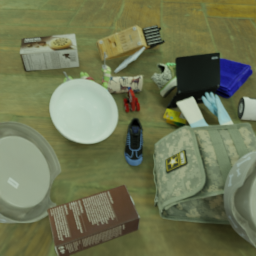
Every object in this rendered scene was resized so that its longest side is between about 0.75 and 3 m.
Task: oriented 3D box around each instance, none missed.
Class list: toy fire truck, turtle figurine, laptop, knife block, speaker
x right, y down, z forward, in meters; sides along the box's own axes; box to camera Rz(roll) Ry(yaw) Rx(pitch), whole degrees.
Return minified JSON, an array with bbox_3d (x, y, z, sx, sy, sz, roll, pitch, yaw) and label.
[{"bbox_3d":[0.119,-1.031,10.010,0.516,0.772,0.919,-6,36,-7],"label":"toy fire truck"},{"bbox_3d":[-1.503,-1.860,10.129,2.111,2.177,1.566,20,70,51],"label":"turtle figurine"},{"bbox_3d":[2.201,-1.568,9.647,1.634,1.844,0.952,-10,69,-14],"label":"laptop"},{"bbox_3d":[0.230,-3.866,12.879,2.744,0.878,2.408,-16,4,19],"label":"knife block"},{"bbox_3d":[4.835,-0.588,9.556,1.933,0.785,0.785,5,42,6],"label":"speaker"}]

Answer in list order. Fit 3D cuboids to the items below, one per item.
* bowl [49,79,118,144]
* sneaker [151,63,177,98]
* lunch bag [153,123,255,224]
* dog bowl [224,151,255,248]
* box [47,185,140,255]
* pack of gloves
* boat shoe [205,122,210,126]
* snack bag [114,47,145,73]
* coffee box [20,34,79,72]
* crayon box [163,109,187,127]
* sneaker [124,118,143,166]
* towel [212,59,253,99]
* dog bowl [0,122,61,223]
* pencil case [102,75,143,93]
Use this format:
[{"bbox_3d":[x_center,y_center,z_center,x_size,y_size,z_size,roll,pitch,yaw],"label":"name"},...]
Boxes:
[{"bbox_3d":[-1.484,-0.388,8.884,2.145,0.964,2.145,10,66,-23],"label":"bowl"},{"bbox_3d":[1.678,-2.234,10.894,1.102,0.956,2.487,44,45,-4],"label":"sneaker"},{"bbox_3d":[1.963,1.118,7.095,2.724,1.601,2.234,-4,41,4],"label":"lunch bag"},{"bbox_3d":[2.963,1.466,5.860,2.206,2.206,0.647,-21,5,-21],"label":"dog bowl"},{"bbox_3d":[-0.801,2.144,6.547,1.939,0.727,0.971,-15,47,-15],"label":"box"},{"bbox_3d":[2.643,-0.228,8.661,1.653,0.388,1.967,-19,75,-29],"label":"pack of gloves"},{"bbox_3d":[2.387,0.039,9.037,0.452,0.463,1.225,4,29,-29],"label":"boat shoe"},{"bbox_3d":[0.096,-2.908,11.989,1.301,0.139,1.227,-25,22,40],"label":"snack bag"},{"bbox_3d":[-3.450,-3.335,12.397,2.365,0.944,1.337,-7,47,-8],"label":"coffee box"},{"bbox_3d":[1.637,-0.344,9.660,0.786,0.200,0.499,18,51,15],"label":"crayon box"},{"bbox_3d":[0.177,0.379,8.585,0.570,0.634,1.627,0,42,-1],"label":"sneaker"},{"bbox_3d":[3.914,-2.152,11.429,1.667,0.559,2.257,30,50,28],"label":"towel"},{"bbox_3d":[-2.708,1.097,6.680,0.719,2.453,2.453,-26,35,25],"label":"dog bowl"},{"bbox_3d":[-0.200,-1.709,10.846,1.600,0.623,0.716,-1,84,-1],"label":"pencil case"}]
